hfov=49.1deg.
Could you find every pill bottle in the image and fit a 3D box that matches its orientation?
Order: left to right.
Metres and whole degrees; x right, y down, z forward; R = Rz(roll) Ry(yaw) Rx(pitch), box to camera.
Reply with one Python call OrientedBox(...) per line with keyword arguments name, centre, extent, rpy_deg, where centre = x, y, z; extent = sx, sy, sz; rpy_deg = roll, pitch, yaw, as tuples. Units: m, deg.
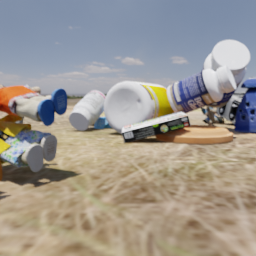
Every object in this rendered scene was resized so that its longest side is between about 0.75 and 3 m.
OrientedBox(name="pill bottle", centre=(-1.425, -0.622, 10.091), extent=(0.898, 0.898, 1.584), rpy_deg=(2, 33, 22))
OrientedBox(name="pill bottle", centre=(0.587, -0.689, 9.526), extent=(1.627, 1.627, 2.978), rpy_deg=(3, 6, 29))
OrientedBox(name="pill bottle", centre=(2.050, -1.064, 7.865), extent=(1.722, 0.956, 0.956), rpy_deg=(-22, -7, 31))
OrientedBox(name="pill bottle", centre=(3.086, -1.731, 9.320), extent=(1.344, 1.344, 2.322), rpy_deg=(0, -22, 3))

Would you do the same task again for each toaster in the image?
OrientedBox(name="toaster", centre=(4.995, -0.830, 12.048), extent=(1.815, 1.077, 1.641), rpy_deg=(-3, 23, -16))

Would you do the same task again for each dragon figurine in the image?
OrientedBox(name="dragon figurine", centre=(3.329, -0.659, 11.538), extent=(0.504, 1.714, 0.852), rpy_deg=(-24, 32, 9))

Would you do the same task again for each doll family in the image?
OrientedBox(name="doll family", centre=(-2.092, 0.304, 3.475), extent=(1.721, 1.249, 2.772), rpy_deg=(11, 28, 27))

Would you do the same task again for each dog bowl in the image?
OrientedBox(name="dog bowl", centre=(-0.485, -0.192, 10.677), extent=(1.690, 0.419, 0.942), rpy_deg=(2, 6, 16))

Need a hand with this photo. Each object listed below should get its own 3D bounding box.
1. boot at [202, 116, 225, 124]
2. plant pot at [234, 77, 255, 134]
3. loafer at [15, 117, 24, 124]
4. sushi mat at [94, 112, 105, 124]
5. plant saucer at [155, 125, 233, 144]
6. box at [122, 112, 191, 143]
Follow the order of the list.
OrientedBox(name="boot", centre=(3.843, -0.292, 12.603), extent=(0.642, 0.359, 0.928), rpy_deg=(-15, 8, -10))
OrientedBox(name="plant pot", centre=(4.902, -0.746, 9.160), extent=(2.031, 1.826, 2.032), rpy_deg=(-3, 6, -36))
OrientedBox(name="loafer", centre=(-4.031, -0.495, 10.524), extent=(0.364, 1.043, 0.365), rpy_deg=(-5, -6, 4))
OrientedBox(name="sushi mat", centre=(-1.296, -0.742, 12.239), extent=(0.962, 0.122, 2.011), rpy_deg=(19, 32, 0))
OrientedBox(name="plant saucer", centre=(1.807, 0.141, 7.768), extent=(2.086, 0.337, 2.086), rpy_deg=(-1, 5, 0))
OrientedBox(name="box", centre=(0.692, -0.034, 7.346), extent=(1.700, 0.295, 0.936), rpy_deg=(-14, 9, 3))
